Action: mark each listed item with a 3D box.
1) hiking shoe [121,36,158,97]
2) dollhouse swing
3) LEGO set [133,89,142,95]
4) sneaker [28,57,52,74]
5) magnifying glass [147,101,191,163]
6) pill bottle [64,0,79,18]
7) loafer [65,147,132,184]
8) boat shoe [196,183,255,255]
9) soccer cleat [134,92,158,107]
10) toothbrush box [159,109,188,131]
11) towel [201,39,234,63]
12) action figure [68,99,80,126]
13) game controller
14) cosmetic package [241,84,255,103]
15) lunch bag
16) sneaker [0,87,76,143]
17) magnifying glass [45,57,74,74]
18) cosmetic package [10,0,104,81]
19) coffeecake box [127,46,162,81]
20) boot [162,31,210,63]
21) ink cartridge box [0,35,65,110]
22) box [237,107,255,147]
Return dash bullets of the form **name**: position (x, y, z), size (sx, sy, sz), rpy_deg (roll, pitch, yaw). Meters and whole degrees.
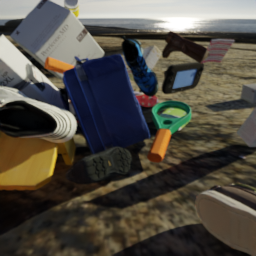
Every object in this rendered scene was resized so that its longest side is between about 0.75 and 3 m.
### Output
- **hiking shoe**: position (0.276, -1.801, 8.514), size (0.711, 1.912, 0.829), rpy_deg (-27, -4, 25)
- **dollhouse swing**: position (-2.200, 0.772, 5.960), size (1.856, 1.686, 1.631), rpy_deg (0, 58, -2)
- **LEGO set**: position (-0.081, -1.150, 8.984), size (1.032, 0.253, 0.771), rpy_deg (-8, -3, 23)
- **sneaker**: position (-4.401, -3.444, 15.354), size (2.518, 1.012, 1.087), rpy_deg (3, 25, 9)
- **magnifying glass**: position (1.032, -0.036, 7.595), size (1.147, 0.323, 2.882), rpy_deg (6, 34, 17)
- **pill bottle**: position (-2.028, -4.233, 10.091), size (0.521, 0.521, 0.936), rpy_deg (-4, -18, -10)
- **loafer**: position (-0.526, 0.770, 5.803), size (0.649, 0.628, 1.850), rpy_deg (-16, -5, 30)
- **boat shoe**: position (2.214, 1.564, 3.811), size (0.840, 1.014, 2.823), rpy_deg (-17, 23, -28)
- **soccer cleat**: position (0.266, -1.142, 10.645), size (1.785, 0.595, 0.683), rpy_deg (13, 12, 25)
- **toothbrush box**: position (1.478, -0.309, 8.828), size (0.677, 0.400, 0.930), rpy_deg (14, 26, 28)
- **towel**: position (2.985, -2.565, 9.427), size (0.796, 1.088, 0.163), rpy_deg (-4, 66, -10)
- **action figure**: position (-1.851, -0.734, 8.894), size (2.139, 1.119, 2.069), rpy_deg (8, 17, 4)
- **game controller**: position (2.007, -1.820, 10.184), size (2.065, 1.077, 0.435), rpy_deg (-16, 33, -38)
- **cosmetic package**: position (5.321, -1.403, 11.112), size (1.436, 0.647, 0.767), rpy_deg (-8, 25, -11)
- **lunch bag**: position (-0.684, -0.584, 6.675), size (1.590, 2.404, 1.633), rpy_deg (-22, 14, -5)
- **sneaker**: position (-2.207, -0.359, 4.971), size (2.396, 0.904, 1.379), rpy_deg (14, -5, 6)
- **magnifying glass**: position (-1.130, -1.433, 7.792), size (2.437, 0.970, 0.273), rpy_deg (12, -17, -39)
- **cosmetic package**: position (-2.489, -2.984, 10.081), size (1.865, 1.864, 2.261), rpy_deg (37, -3, 34)
- **coffeecake box**: position (0.516, -2.213, 9.705), size (0.424, 1.161, 0.891), rpy_deg (37, -12, -27)
- **boot**: position (1.664, -2.153, 8.161), size (1.291, 0.415, 1.203), rpy_deg (27, -14, 8)
- **ink cartridge box**: position (-2.808, -0.747, 6.743), size (1.635, 2.254, 0.944), rpy_deg (-32, 33, 16)
- **box**: position (3.475, -0.118, 7.131), size (0.725, 1.166, 0.568), rpy_deg (1, 41, -30)
